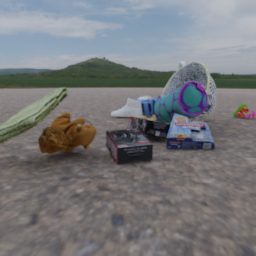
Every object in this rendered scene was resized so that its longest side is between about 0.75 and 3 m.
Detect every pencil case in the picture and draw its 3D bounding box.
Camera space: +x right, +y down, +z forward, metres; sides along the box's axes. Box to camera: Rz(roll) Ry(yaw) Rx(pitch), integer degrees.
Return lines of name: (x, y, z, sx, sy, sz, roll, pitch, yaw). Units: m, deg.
pencil case: (1.919, -0.876, 10.600, 1.312, 1.208, 2.840, -44, 6, -12)

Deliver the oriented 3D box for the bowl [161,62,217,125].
bowl: (2.739, -1.130, 11.788, 1.395, 2.973, 2.973, 20, 1, -26)

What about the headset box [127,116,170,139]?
headset box: (0.686, -0.017, 9.761, 1.023, 0.531, 1.375, 12, 3, -27)

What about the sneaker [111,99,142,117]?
sneaker: (-0.093, -1.041, 14.554, 1.663, 0.961, 0.613, -2, 1, 11)

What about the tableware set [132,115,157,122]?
tableware set: (1.218, -0.390, 13.295, 2.149, 0.249, 1.795, -4, 11, -25)

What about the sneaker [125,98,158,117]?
sneaker: (0.861, -1.046, 14.944, 1.126, 1.012, 2.737, -11, 8, -34)

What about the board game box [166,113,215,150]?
board game box: (1.890, 0.079, 8.861, 1.451, 0.448, 1.450, 1, 34, 3)

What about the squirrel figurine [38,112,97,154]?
squirrel figurine: (-1.615, 0.286, 7.528, 1.534, 1.086, 1.432, -24, 22, -38)

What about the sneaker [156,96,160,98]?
sneaker: (1.478, -1.302, 15.824, 0.575, 0.405, 1.083, -33, 15, 51)

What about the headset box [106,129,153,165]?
headset box: (0.022, 0.489, 7.460, 0.972, 0.504, 1.306, -5, 21, -16)

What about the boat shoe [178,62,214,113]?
boat shoe: (3.245, -1.857, 13.317, 0.954, 2.919, 1.074, -24, 17, -2)

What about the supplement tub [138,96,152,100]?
supplement tub: (0.969, -1.402, 16.771, 0.935, 0.935, 1.286, 5, 12, 24)

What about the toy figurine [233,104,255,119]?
toy figurine: (6.014, -0.709, 14.275, 0.965, 0.724, 0.888, -25, 26, -11)

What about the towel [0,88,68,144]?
towel: (-2.344, -0.277, 6.559, 1.952, 0.356, 1.448, -21, 23, 35)
